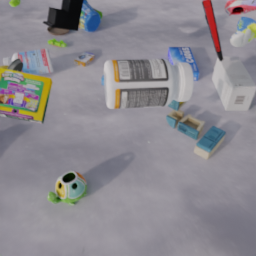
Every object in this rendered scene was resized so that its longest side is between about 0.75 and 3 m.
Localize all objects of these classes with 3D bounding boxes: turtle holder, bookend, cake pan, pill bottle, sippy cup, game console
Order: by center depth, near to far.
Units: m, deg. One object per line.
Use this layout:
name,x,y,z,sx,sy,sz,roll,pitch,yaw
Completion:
pill bottle,0.406,-0.958,6.061,1.800,1.047,1.047,-3,44,-9
turtle holder,-1.737,1.666,7.940,1.099,0.780,0.835,-10,46,-11
cake pan,-3.522,-1.779,8.693,0.144,0.785,0.785,32,48,-4
bookend,-2.221,-4.028,9.623,0.535,1.154,1.161,34,30,32
game console,3.001,-3.368,9.872,0.323,1.843,2.083,-11,1,22
pill bottle,-4.380,-2.829,12.350,1.936,1.053,1.053,-13,46,-13
sippy cup,-2.394,-6.145,15.538,2.066,1.622,1.514,-45,68,-7

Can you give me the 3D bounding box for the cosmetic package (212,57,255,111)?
cosmetic package,4.161,-1.815,11.227,0.937,1.189,2.210,-1,46,0

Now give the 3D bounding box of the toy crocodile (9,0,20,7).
toy crocodile,-3.591,-4.194,8.343,0.415,0.454,1.344,-32,83,-1

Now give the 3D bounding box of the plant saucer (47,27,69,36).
plant saucer,-3.877,-5.485,15.689,1.288,0.207,1.288,-1,44,1

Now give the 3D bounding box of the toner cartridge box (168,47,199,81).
toner cartridge box,2.510,-2.986,12.920,1.058,0.481,2.228,-2,44,-2

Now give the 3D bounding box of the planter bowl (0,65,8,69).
planter bowl,-5.105,-2.043,11.477,1.189,0.495,1.189,0,86,-7

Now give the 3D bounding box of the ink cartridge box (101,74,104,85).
ink cartridge box,-0.578,-2.075,12.079,1.040,0.353,0.598,9,45,9

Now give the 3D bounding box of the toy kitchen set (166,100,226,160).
toy kitchen set,2.172,-0.292,9.326,2.049,1.642,1.207,30,51,27

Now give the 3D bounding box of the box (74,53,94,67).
box,-2.082,-3.319,13.476,0.597,0.208,1.002,20,45,19

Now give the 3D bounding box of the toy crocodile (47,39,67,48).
toy crocodile,-3.681,-4.357,14.487,1.063,0.328,0.359,16,46,9

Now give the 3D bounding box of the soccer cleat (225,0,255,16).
soccer cleat,4.287,-4.304,9.941,1.654,0.552,0.633,-5,59,3

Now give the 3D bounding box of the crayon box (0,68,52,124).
crayon box,-1.936,-0.577,5.063,0.952,0.278,0.822,11,78,-8

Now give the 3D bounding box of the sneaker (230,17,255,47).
sneaker,3.850,-3.273,9.466,1.655,0.627,0.869,-22,60,-28
